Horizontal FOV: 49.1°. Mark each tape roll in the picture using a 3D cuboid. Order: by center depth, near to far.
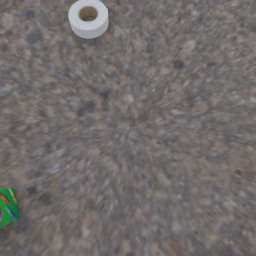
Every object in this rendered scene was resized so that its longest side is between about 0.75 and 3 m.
[{"bbox_3d":[-1.107,-3.103,7.942,1.100,0.385,1.100,0,70,0],"label":"tape roll"}]

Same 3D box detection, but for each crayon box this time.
[{"bbox_3d":[-3.783,1.858,5.520,2.653,1.576,0.773,-12,81,-4],"label":"crayon box"}]
